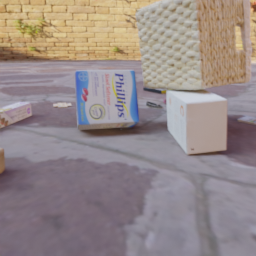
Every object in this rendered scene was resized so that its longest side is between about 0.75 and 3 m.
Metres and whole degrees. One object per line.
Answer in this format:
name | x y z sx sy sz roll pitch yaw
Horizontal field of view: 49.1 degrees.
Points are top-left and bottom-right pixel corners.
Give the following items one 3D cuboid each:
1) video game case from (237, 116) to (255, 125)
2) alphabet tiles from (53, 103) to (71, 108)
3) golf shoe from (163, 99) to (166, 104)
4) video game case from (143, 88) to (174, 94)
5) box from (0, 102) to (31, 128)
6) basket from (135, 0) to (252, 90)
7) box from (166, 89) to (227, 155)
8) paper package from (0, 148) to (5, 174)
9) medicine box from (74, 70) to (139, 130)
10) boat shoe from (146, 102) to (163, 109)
video game case | 4.684 -0.250 10.337 0.729 0.091 1.019 -14 22 -39
alphabet tiles | -3.048 -1.044 12.972 0.816 0.061 0.834 -4 18 -16
golf shoe | 2.129 -1.254 13.221 0.900 0.339 0.412 14 19 36
video game case | 1.981 -2.313 16.863 1.464 0.207 1.620 -12 20 -34
box | -4.479 -0.373 9.942 0.581 0.543 2.804 5 18 15
basket | 2.013 -2.631 8.789 2.271 2.799 2.824 -18 18 -32
box | 1.895 -0.313 8.150 1.094 1.396 2.245 -6 17 -3
paper package | -3.352 0.847 5.914 1.078 0.585 1.131 1 16 4
medicine box | -0.736 -0.917 9.246 1.950 1.776 1.004 -4 -8 -11
boat shoe | 1.174 -1.025 12.599 0.840 0.239 0.281 11 20 31
